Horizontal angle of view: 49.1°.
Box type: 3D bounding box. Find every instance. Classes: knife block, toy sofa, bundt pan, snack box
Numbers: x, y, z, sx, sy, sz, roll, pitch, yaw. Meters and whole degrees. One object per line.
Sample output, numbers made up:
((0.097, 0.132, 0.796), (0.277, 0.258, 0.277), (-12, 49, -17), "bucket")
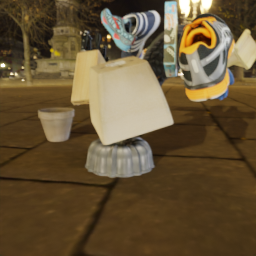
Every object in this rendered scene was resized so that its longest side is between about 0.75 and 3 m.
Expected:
((-1.513, -2.464, 11.002), (0.926, 2.542, 2.895), (-5, 20, 16), "knife block")
((3.062, -2.429, 9.926), (1.112, 1.311, 2.686), (-49, 13, -28), "toy sofa")
((-0.248, 0.739, 8.360), (2.090, 0.784, 2.090), (1, 13, 0), "bundt pan")
((0.927, -1.878, 6.052), (0.252, 1.359, 0.789), (1, -8, 12), "snack box")

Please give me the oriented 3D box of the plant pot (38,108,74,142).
((-2.883, -0.128, 11.321), (1.416, 1.229, 1.416), (1, 12, 0), "plant pot")

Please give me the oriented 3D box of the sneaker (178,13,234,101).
((1.493, -1.702, 5.501), (1.037, 1.023, 2.650), (-14, 39, 25), "sneaker")

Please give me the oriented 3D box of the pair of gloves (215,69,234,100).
((3.790, -2.440, 13.107), (0.320, 2.256, 2.807), (-10, 10, -27), "pair of gloves")

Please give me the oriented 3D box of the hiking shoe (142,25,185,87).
((0.896, -2.010, 8.381), (1.114, 2.941, 1.480), (24, 49, -11), "hiking shoe")

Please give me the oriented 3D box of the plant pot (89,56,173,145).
((-0.124, -0.872, 7.316), (1.857, 1.646, 1.859), (-17, 25, -11), "plant pot")

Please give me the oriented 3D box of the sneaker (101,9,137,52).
((-0.195, -2.599, 7.177), (0.618, 1.294, 0.513), (-37, -13, 26), "sneaker")

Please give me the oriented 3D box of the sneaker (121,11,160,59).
((0.053, -2.745, 8.655), (1.082, 0.699, 1.995), (-22, -19, -42), "sneaker")

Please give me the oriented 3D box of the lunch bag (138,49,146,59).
((0.896, -2.785, 12.434), (1.705, 0.804, 2.127), (13, -8, -28), "lunch bag")
